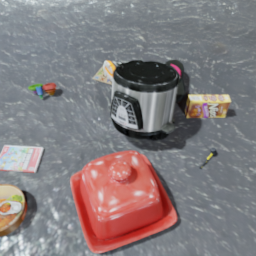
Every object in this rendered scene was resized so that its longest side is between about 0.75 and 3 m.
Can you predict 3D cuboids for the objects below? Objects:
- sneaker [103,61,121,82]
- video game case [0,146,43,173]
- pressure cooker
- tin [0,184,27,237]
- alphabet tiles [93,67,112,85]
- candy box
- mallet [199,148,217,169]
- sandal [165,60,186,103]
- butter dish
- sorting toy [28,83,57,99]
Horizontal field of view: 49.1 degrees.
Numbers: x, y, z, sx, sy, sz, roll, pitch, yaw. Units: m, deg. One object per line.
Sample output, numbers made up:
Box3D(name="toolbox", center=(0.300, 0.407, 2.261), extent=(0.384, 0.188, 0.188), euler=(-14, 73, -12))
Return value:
Box3D(name="sneaker", center=(-0.193, -2.227, 12.829), extent=(0.990, 1.003, 2.563), euler=(-13, 58, -30))
Box3D(name="video game case", center=(-4.063, 1.158, 10.498), extent=(1.519, 0.133, 1.086), euler=(3, 50, 3))
Box3D(name="pressure cooker", center=(0.576, -0.866, 10.488), extent=(2.471, 2.766, 2.433), euler=(1, 35, -6))
Box3D(name="tin", center=(-4.734, 2.641, 8.970), extent=(2.922, 0.612, 1.636), euler=(-1, 54, 0))
Box3D(name="alphabet tiles", center=(-0.571, -2.616, 13.760), extent=(1.845, 0.070, 1.542), euler=(19, 52, 16))
Box3D(name="candy box", center=(3.298, -0.893, 11.694), extent=(1.664, 0.971, 0.470), euler=(-2, 50, -1))
Box3D(name="mallet", center=(2.954, 1.122, 10.399), extent=(1.000, 0.329, 0.206), euler=(-38, 41, -26))
Box3D(name="sandal", center=(2.035, -2.324, 12.769), extent=(1.048, 0.629, 2.790), euler=(-34, 39, 30))
Box3D(name="butter dish", center=(-0.243, 1.798, 8.610), extent=(2.925, 2.168, 2.933), euler=(-16, 52, -13))
Box3D(name="sorting toy", center=(-3.879, -1.667, 12.713), extent=(1.313, 0.539, 0.789), euler=(-3, 25, 12))
